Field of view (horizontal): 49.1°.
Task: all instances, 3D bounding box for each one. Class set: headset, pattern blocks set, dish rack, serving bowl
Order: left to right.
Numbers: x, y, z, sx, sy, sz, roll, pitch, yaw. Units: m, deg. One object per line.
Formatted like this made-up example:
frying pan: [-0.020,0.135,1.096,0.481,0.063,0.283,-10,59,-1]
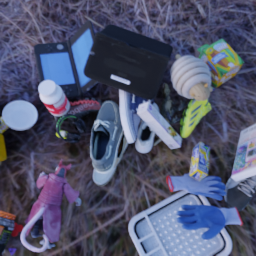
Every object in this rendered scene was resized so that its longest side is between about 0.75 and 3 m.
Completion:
pattern blocks set: [-4.782,3.947,9.835,1.865,0.151,1.639,13,70,4]
serving bowl: [-4.304,-0.434,11.169,1.293,0.425,1.293,9,61,-16]
headset: [-1.893,0.176,10.560,1.673,0.786,1.033,35,81,-34]
dish rack: [1.737,3.722,9.635,2.943,0.641,2.526,-26,70,-10]

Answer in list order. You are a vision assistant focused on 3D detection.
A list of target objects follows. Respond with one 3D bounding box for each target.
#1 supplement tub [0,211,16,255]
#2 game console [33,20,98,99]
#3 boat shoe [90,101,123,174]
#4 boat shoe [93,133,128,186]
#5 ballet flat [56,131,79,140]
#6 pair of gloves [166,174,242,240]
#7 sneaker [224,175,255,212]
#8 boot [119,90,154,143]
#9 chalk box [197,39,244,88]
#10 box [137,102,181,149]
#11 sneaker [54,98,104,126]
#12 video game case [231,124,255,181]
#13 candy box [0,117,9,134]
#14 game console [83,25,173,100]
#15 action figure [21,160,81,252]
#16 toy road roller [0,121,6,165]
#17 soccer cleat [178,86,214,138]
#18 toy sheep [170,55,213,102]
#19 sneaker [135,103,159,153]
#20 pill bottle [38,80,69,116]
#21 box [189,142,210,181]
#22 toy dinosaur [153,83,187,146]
supplement tub: [-4.448,3.605,9.393,0.934,0.934,1.525,16,69,6]
game console: [-2.482,-2.764,11.406,2.406,1.668,2.819,-10,69,-18]
boat shoe: [-0.805,0.140,10.124,1.062,0.901,2.916,-1,62,13]
boat shoe: [-0.690,1.110,10.547,0.823,0.753,2.201,24,72,8]
ballet flat: [-2.408,0.294,11.070,0.979,0.328,0.327,19,66,7]
pair of gloves: [2.531,2.517,9.517,2.202,0.312,2.739,1,39,-8]
sneaker: [4.365,1.726,9.907,0.981,1.510,2.615,30,73,8]
boot: [0.390,-0.747,10.607,1.273,1.025,2.818,-12,53,8]
chalk box: [3.692,-2.860,11.791,1.131,1.124,1.813,-32,73,-12]
box: [1.199,-0.040,10.331,0.471,2.272,0.440,-19,40,38]
sneaker: [-1.967,-0.605,11.184,2.141,0.757,1.046,-5,77,-5]
video game case: [4.719,0.474,9.398,0.308,2.597,2.364,38,51,-10]
candy box: [-4.922,-0.289,11.380,0.520,0.134,1.017,44,75,9]
game console: [0.079,-2.671,11.045,2.907,1.692,2.556,20,94,3]
action figure: [-2.741,2.401,9.505,1.871,2.080,2.794,16,85,12]
toy road roller: [-5.690,0.343,10.180,1.515,1.800,2.466,-20,73,2]
soccer cleat: [2.781,-0.720,11.193,1.073,0.829,2.565,22,73,-1]
toy sheep: [2.328,-1.911,10.497,1.587,1.587,2.302,-23,56,-8]
sneaker: [0.823,-0.120,10.835,0.820,1.045,2.104,10,70,3]
pill bottle: [-2.682,-1.070,10.106,0.803,1.430,0.803,-2,65,5]
box: [2.627,1.209,10.259,0.461,0.503,1.435,31,42,-6]
toy dinosaur: [1.635,-0.559,11.034,0.619,1.150,2.609,21,72,-34]
